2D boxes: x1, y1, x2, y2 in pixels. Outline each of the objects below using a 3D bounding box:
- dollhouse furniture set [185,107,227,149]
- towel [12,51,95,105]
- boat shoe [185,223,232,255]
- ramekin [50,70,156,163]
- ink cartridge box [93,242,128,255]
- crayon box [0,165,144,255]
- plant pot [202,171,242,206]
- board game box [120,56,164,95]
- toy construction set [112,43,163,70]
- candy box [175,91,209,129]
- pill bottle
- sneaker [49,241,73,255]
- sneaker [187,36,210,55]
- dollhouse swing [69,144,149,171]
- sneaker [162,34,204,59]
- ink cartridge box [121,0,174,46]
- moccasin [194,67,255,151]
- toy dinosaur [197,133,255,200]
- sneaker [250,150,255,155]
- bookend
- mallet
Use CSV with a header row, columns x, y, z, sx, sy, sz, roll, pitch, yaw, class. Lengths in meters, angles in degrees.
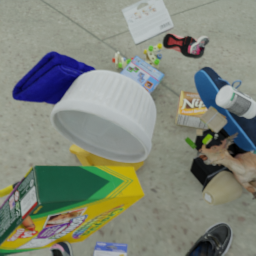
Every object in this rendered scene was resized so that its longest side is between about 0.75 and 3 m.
x,y,z,sx,sy,sz,roll,pitch,yaw,class
1.861,0.053,6.775,1.061,0.410,0.530,-47,68,4,dollhouse furniture set
-1.997,-1.265,8.154,1.781,2.412,0.597,-40,79,14,towel
2.231,3.428,7.957,2.264,0.750,0.792,-30,54,-24,boat shoe
-0.571,-0.319,7.999,2.901,2.901,1.523,15,65,13,ramekin
-0.413,2.875,5.806,0.679,1.138,0.239,8,8,-6,ink cartridge box
-1.393,1.805,6.007,2.338,2.710,0.790,9,48,-40,crayon box
2.349,1.651,7.252,0.847,0.793,0.793,-21,50,-30,plant pot
0.366,-2.047,12.624,1.629,0.394,2.154,36,68,8,board game box
0.458,-3.285,13.811,2.603,1.199,1.707,-4,71,6,toy construction set
3.354,-0.672,11.743,2.543,0.703,1.468,10,48,9,candy box
2.357,-0.533,6.025,0.836,0.473,0.473,23,45,-18,pill bottle
-1.392,3.153,6.020,0.471,0.550,1.342,-32,65,13,sneaker
1.825,-2.042,7.050,0.301,0.325,0.805,30,54,30,sneaker
-0.822,1.003,10.446,2.095,1.842,1.904,-37,99,-29,dollhouse swing
1.903,-2.680,9.067,0.722,0.613,1.664,-5,31,-40,sneaker
0.638,-3.594,9.289,1.394,0.304,1.210,-23,93,7,ink cartridge box
3.106,-0.661,8.501,0.988,1.166,2.897,-36,95,-14,moccasin
3.057,0.938,7.185,2.407,1.033,1.631,22,21,-39,toy dinosaur
5.565,0.540,10.492,2.669,1.034,1.063,-23,60,-20,sneaker
2.954,0.951,10.108,2.018,0.935,2.031,-22,51,-19,bookend
-2.789,1.342,6.492,2.704,0.891,0.557,-30,28,19,mallet
